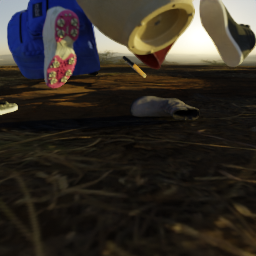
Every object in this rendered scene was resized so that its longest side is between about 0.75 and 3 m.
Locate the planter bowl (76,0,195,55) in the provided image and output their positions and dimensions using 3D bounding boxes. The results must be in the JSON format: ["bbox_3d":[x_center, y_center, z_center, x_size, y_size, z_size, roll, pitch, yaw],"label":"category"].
[{"bbox_3d":[0.292,-2.468,5.417,2.369,1.594,2.369,-23,-15,-7],"label":"planter bowl"}]

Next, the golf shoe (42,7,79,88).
[{"bbox_3d":[-1.262,-1.420,4.977,0.538,1.428,0.653,-9,40,-42],"label":"golf shoe"}]

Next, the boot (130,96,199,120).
[{"bbox_3d":[1.192,-0.621,9.248,2.050,0.715,1.349,-9,21,-18],"label":"boot"}]

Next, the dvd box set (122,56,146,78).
[{"bbox_3d":[0.279,-2.613,11.984,0.785,0.158,1.073,47,10,34],"label":"dvd box set"}]

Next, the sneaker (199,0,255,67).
[{"bbox_3d":[2.592,-2.643,7.264,0.996,2.007,0.710,-31,6,-31],"label":"sneaker"}]

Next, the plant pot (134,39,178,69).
[{"bbox_3d":[0.718,-2.340,7.097,1.218,1.185,1.218,41,-4,4],"label":"plant pot"}]

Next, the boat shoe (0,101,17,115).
[{"bbox_3d":[-4.557,-0.771,10.290,0.471,0.389,1.373,4,16,13],"label":"boat shoe"}]

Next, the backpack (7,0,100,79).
[{"bbox_3d":[-1.830,-2.198,6.672,2.006,1.683,1.630,-10,59,0],"label":"backpack"}]
